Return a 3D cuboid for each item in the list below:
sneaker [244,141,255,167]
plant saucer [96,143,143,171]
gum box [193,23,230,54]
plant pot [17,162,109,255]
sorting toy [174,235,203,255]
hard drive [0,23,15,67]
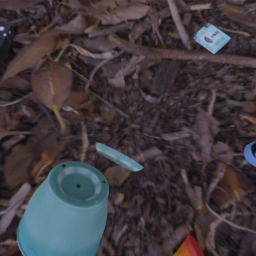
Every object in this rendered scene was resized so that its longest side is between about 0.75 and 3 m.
[{"bbox_3d":[4.659,0.845,7.744,2.594,1.011,0.910,15,67,6],"label":"sneaker"},{"bbox_3d":[-0.233,0.691,6.372,1.207,1.207,0.165,25,78,11],"label":"plant saucer"},{"bbox_3d":[2.975,-3.205,9.990,0.828,0.217,0.974,-42,72,-17],"label":"gum box"},{"bbox_3d":[-1.094,1.535,5.225,1.632,1.534,1.632,17,33,-12],"label":"plant pot"},{"bbox_3d":[1.730,3.792,6.733,0.756,0.761,2.194,-32,66,11],"label":"sorting toy"},{"bbox_3d":[-5.198,-2.495,9.517,1.859,0.504,2.662,8,66,3],"label":"hard drive"}]
